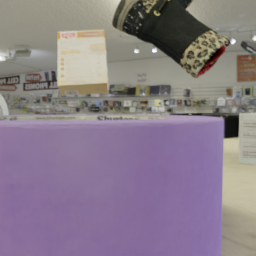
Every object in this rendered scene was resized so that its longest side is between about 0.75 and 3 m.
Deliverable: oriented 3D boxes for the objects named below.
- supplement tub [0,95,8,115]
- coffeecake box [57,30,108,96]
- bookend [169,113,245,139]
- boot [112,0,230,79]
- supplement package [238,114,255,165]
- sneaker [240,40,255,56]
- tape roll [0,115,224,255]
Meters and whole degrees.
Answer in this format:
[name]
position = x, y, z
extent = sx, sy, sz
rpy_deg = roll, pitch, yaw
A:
[supplement tub]
position = -4.663, -0.284, 6.991
extent = 2.090, 2.090, 2.890
rpy_deg = 1, 3, 13
[coffeecake box]
position = -1.399, -2.036, 8.717
extent = 1.462, 1.904, 0.696
rpy_deg = -4, -19, -3
[bookend]
position = 3.493, -0.119, 12.560
extent = 2.374, 1.094, 2.359
rpy_deg = -3, 5, -36
[boot]
position = 1.272, -2.256, 6.202
extent = 2.162, 1.033, 2.862
rpy_deg = 39, 48, 14
[supplement package]
position = 3.050, 0.231, 6.526
extent = 0.856, 1.136, 0.862
rpy_deg = 1, 4, 19
[sneaker]
position = 4.112, -2.228, 7.876
extent = 1.787, 0.782, 0.665
rpy_deg = 26, 24, 1
[tape roll]
position = -0.544, 0.460, 2.679
extent = 2.759, 1.172, 2.759
rpy_deg = -1, 3, 0
